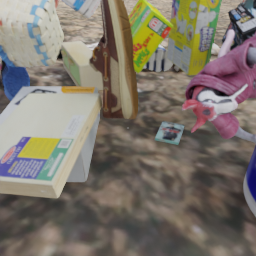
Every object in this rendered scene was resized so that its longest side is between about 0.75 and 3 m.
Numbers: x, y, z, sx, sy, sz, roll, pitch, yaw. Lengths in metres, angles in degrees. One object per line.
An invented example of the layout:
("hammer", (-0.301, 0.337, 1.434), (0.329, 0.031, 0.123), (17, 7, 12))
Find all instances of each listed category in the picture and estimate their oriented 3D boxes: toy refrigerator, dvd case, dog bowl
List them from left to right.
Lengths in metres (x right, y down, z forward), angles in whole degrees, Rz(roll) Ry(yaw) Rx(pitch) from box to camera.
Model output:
("toy refrigerator", (-1.697, -2.231, 9.964), (0.898, 0.974, 2.566), (-14, 36, -19))
("dvd case", (1.083, 0.114, 7.226), (0.603, 0.091, 0.827), (11, 34, 17))
("dog bowl", (3.539, 1.016, 5.007), (2.616, 1.030, 2.616), (0, 34, 0))

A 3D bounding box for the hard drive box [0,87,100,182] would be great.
("hard drive box", (-1.818, 0.024, 6.534), (2.023, 0.997, 2.595), (0, 34, 1))

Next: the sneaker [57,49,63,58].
("sneaker", (-2.747, -3.128, 11.824), (1.368, 0.411, 0.713), (-10, 30, -20))

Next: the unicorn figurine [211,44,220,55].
("unicorn figurine", (3.569, -3.534, 12.298), (1.974, 0.729, 1.356), (-26, 49, -11))

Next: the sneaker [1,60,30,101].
("sneaker", (-3.725, -1.577, 9.233), (0.814, 0.904, 2.320), (-4, 54, -23))

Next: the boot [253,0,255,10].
("boot", (2.864, -2.860, 5.511), (0.761, 0.924, 0.303), (2, 1, 10))

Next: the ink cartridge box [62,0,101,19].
("ink cartridge box", (-0.467, -1.678, 3.024), (0.447, 0.767, 1.061), (34, 13, -9))

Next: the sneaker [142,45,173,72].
("sneaker", (0.369, -2.938, 11.099), (2.708, 1.094, 1.564), (6, 30, -3))

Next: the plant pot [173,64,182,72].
("plant pot", (2.081, -2.474, 10.689), (0.726, 0.726, 0.777), (29, 57, 36))

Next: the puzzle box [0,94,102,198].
("puzzle box", (-1.514, 0.130, 4.816), (1.574, 0.301, 2.366), (3, 38, 13))

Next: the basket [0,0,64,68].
("basket", (-2.588, -2.225, 6.098), (2.129, 1.877, 1.481), (7, 66, 1))

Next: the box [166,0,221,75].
("box", (1.795, -3.130, 7.823), (0.694, 2.867, 1.682), (-8, 33, -14))

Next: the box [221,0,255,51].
("box", (3.105, -2.236, 6.855), (1.372, 0.379, 2.009), (40, 52, -10))

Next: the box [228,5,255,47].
("box", (2.370, -1.429, 5.339), (0.366, 1.475, 1.464), (-18, 30, 22))

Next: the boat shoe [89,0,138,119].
("boat shoe", (-0.355, -1.285, 5.265), (0.856, 2.377, 0.858), (-3, 23, 13))

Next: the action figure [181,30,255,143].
("action figure", (1.378, -0.731, 3.595), (2.301, 1.542, 1.714), (-28, 51, -30))

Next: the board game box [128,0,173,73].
("board game box", (0.292, -2.367, 6.854), (0.572, 1.221, 2.403), (29, 25, -19))

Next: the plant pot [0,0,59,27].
("plant pot", (-3.136, -3.879, 7.636), (2.170, 2.170, 2.111), (-13, 29, -18))
